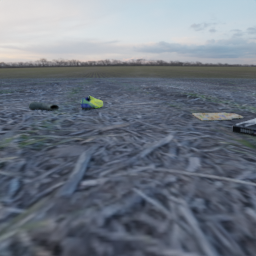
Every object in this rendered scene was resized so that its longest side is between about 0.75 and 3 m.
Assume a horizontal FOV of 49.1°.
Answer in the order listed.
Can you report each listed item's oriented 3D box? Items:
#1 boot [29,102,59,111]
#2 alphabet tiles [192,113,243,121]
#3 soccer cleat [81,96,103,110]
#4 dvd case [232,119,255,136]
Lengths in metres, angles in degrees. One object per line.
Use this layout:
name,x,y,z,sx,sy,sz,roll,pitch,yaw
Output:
boot,-3.371,-0.836,11.184,0.928,0.337,0.844,20,24,40
alphabet tiles,3.079,-0.398,9.584,1.452,0.055,1.214,-2,12,-2
soccer cleat,-1.452,-1.075,11.578,0.425,0.550,1.314,7,14,30
dvd case,3.807,-0.029,7.451,1.676,0.207,1.260,-11,16,-36
